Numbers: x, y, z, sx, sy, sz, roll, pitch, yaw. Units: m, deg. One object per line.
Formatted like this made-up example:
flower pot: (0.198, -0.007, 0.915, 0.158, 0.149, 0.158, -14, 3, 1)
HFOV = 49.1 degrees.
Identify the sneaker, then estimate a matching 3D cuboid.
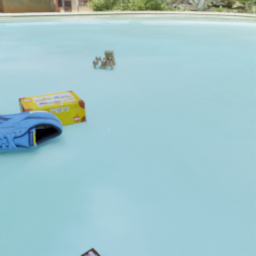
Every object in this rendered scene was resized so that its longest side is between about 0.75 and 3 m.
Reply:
sneaker: (-3.049, 0.189, 7.167, 2.767, 0.912, 1.085, -15, 28, -29)

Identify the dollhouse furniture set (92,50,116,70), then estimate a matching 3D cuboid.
dollhouse furniture set: (-1.204, -3.622, 15.695, 1.114, 0.844, 1.271, 9, 49, 18)

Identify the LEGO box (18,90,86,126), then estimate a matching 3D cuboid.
LEGO box: (-2.449, -0.586, 9.041, 1.829, 0.706, 1.362, -12, 28, -24)

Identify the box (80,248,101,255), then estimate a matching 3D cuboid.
box: (-0.374, 2.432, 3.049, 1.424, 0.407, 2.081, -21, 33, -36)
